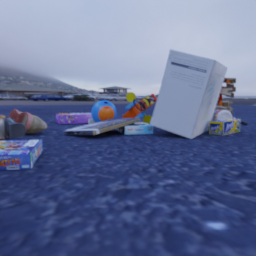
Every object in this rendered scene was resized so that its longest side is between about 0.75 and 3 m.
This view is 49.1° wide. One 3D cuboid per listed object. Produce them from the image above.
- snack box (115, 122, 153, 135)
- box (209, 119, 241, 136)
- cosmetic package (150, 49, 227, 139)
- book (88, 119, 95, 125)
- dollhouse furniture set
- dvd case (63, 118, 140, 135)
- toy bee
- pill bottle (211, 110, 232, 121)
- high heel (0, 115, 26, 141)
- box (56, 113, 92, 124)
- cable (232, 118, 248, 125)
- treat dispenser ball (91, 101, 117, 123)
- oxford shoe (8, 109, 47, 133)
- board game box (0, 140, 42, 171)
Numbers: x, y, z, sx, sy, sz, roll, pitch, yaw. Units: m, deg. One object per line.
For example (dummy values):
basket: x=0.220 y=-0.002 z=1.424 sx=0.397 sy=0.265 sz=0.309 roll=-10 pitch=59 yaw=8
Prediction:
snack box: x=0.185 y=-0.013 z=10.734 sx=1.058 sy=0.338 sz=1.821 roll=-1 pitch=6 yaw=-13
box: x=3.590 y=-0.047 z=10.331 sx=0.541 sy=0.496 sz=1.543 roll=6 pitch=9 yaw=43
cosmetic package: x=2.229 y=-1.166 z=9.932 sx=1.586 sy=2.580 sz=2.572 roll=21 pitch=15 yaw=24
book: x=-1.246 y=-0.315 z=13.768 sx=1.374 sy=0.330 sz=0.918 roll=-1 pitch=3 yaw=-11
dollhouse furniture set: x=4.789 y=-1.246 z=14.508 sx=1.097 sy=2.129 sz=2.106 roll=10 pitch=-34 yaw=28
dvd case: x=-0.923 y=-0.070 z=10.068 sx=1.692 sy=0.182 sz=2.276 roll=-1 pitch=12 yaw=44
toy bee: x=0.600 y=-0.784 z=11.194 sx=1.219 sy=1.468 sz=2.243 roll=-35 pitch=19 yaw=-20
pill bottle: x=4.150 y=-0.469 z=12.973 sx=0.756 sy=0.756 sz=1.299 roll=-1 pitch=6 yaw=-13
high heel: x=-4.517 y=0.000 z=7.683 sx=2.928 sy=1.046 sz=2.088 roll=4 pitch=0 yaw=-34
box: x=-2.497 y=-0.528 z=14.773 sx=2.447 sy=0.478 sz=1.675 roll=-2 pitch=7 yaw=-19
cable: x=5.342 y=-0.393 z=13.800 sx=0.629 sy=0.326 sz=1.295 roll=29 pitch=-5 yaw=-14
treat dispenser ball: x=-1.102 y=-0.660 z=12.776 sx=1.165 sy=1.165 sz=1.165 roll=0 pitch=6 yaw=0
oxford shoe: x=-3.928 y=-0.134 z=10.599 sx=0.911 sy=0.873 sz=2.468 roll=22 pitch=-6 yaw=-40
board game box: x=-2.503 y=0.529 z=5.845 sx=1.193 sy=0.304 sz=1.763 roll=-1 pitch=6 yaw=-10
